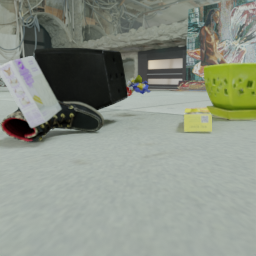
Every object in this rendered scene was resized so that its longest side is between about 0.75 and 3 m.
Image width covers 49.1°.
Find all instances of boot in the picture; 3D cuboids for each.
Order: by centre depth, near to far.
[{"bbox_3d":[-1.739,-0.108,6.720,2.147,0.775,1.622,17,25,-4],"label":"boot"}]

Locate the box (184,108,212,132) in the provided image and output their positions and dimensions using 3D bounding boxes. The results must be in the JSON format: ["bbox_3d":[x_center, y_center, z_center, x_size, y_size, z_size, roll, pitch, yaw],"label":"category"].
[{"bbox_3d":[1.992,-0.267,8.089,0.741,0.493,1.968,0,8,14],"label":"box"}]

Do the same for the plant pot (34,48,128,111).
[{"bbox_3d":[-1.265,-1.491,8.852,2.001,2.250,2.256,-6,10,21],"label":"plant pot"}]

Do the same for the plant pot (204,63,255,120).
[{"bbox_3d":[4.100,-1.336,10.210,2.133,1.936,2.123,-1,10,-9],"label":"plant pot"}]

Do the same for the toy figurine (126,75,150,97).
[{"bbox_3d":[0.485,-1.524,11.066,0.847,0.746,1.414,20,32,14],"label":"toy figurine"}]

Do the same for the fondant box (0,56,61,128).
[{"bbox_3d":[-1.982,-0.768,5.784,0.380,1.306,0.942,-23,16,13],"label":"fondant box"}]
